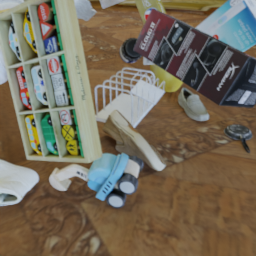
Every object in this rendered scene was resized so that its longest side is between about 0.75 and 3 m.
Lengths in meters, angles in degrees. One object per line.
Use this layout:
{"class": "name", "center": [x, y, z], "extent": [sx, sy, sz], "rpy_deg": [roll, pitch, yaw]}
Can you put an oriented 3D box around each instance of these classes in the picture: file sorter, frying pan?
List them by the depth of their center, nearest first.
{"class": "file sorter", "center": [0.595, -1.256, 8.567], "extent": [0.904, 0.563, 0.627], "rpy_deg": [29, 62, 18]}
{"class": "frying pan", "center": [3.716, 0.272, 9.516], "extent": [0.944, 0.254, 1.560], "rpy_deg": [13, 30, 21]}
{"class": "file sorter", "center": [-0.053, -1.266, 10.842], "extent": [1.620, 1.453, 2.334], "rpy_deg": [14, 34, 21]}

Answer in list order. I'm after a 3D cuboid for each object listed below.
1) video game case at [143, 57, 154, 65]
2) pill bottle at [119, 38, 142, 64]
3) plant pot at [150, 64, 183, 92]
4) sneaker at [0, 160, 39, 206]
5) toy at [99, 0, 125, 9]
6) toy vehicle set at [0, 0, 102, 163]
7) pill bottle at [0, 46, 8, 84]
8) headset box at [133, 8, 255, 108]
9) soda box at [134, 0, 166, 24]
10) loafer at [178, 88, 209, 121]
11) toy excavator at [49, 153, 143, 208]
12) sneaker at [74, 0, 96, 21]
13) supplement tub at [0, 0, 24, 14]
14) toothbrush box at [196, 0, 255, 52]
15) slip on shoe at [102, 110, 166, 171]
{"class": "video game case", "center": [1.119, -2.411, 8.440], "extent": [1.337, 0.957, 0.120], "rpy_deg": [-6, 30, -10]}
{"class": "pill bottle", "center": [0.136, -2.876, 10.426], "extent": [0.836, 0.836, 1.495], "rpy_deg": [-4, 8, -7]}
{"class": "plant pot", "center": [1.870, -2.428, 12.875], "extent": [1.831, 1.300, 1.831], "rpy_deg": [0, 32, 0]}
{"class": "sneaker", "center": [-3.412, 1.396, 7.214], "extent": [1.842, 0.679, 1.065], "rpy_deg": [8, 29, 10]}
{"class": "toy", "center": [-0.576, -5.532, 11.589], "extent": [1.300, 0.748, 0.307], "rpy_deg": [-18, 21, 6]}
{"class": "toy vehicle set", "center": [-1.555, -0.827, 5.366], "extent": [1.848, 2.974, 0.394], "rpy_deg": [-4, 11, 36]}
{"class": "pill bottle", "center": [-3.277, -1.280, 6.225], "extent": [1.591, 0.902, 0.902], "rpy_deg": [-27, 35, -3]}
{"class": "headset box", "center": [1.604, -1.559, 6.250], "extent": [2.002, 1.039, 2.690], "rpy_deg": [-2, 37, -49]}
{"class": "soda box", "center": [0.762, -3.897, 9.171], "extent": [0.670, 2.094, 0.709], "rpy_deg": [-21, 1, 28]}
{"class": "loafer", "center": [2.523, -0.937, 10.992], "extent": [0.715, 0.713, 2.045], "rpy_deg": [-10, 33, -15]}
{"class": "toy excavator", "center": [-0.849, 1.194, 7.103], "extent": [1.940, 1.886, 0.969], "rpy_deg": [31, 34, -4]}
{"class": "sneaker", "center": [-2.007, -5.090, 11.589], "extent": [0.814, 0.858, 2.131], "rpy_deg": [-35, 4, 7]}
{"class": "supplement tub", "center": [-3.253, -2.660, 8.018], "extent": [1.351, 1.859, 1.351], "rpy_deg": [-21, -7, -2]}
{"class": "toothbrush box", "center": [3.028, -2.860, 8.475], "extent": [0.844, 1.448, 1.978], "rpy_deg": [-31, 0, -40]}
{"class": "slip on shoe", "center": [0.062, 0.480, 8.606], "extent": [0.866, 1.087, 2.860], "rpy_deg": [-45, 49, 2]}
